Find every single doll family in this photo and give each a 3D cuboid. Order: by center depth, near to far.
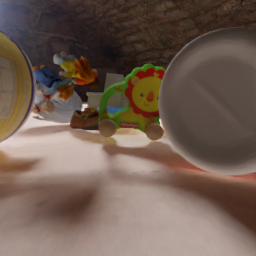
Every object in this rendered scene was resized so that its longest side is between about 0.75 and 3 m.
[{"bbox_3d":[-1.282,-0.952,5.425,1.721,0.776,1.068,-36,58,-28],"label":"doll family"}]

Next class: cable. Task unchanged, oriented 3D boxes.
[{"bbox_3d":[-2.295,-0.849,8.981,1.680,0.582,1.681,13,38,-30],"label":"cable"}]

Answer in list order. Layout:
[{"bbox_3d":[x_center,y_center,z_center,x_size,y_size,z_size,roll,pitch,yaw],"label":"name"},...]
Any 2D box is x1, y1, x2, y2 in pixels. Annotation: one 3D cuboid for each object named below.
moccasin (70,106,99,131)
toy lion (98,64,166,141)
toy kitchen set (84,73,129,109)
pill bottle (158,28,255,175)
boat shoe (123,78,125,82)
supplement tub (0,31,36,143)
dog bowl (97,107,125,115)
[{"bbox_3d":[-0.892,-0.256,6.721,0.588,0.620,1.607,2,1,-30],"label":"moccasin"},{"bbox_3d":[0.194,-0.511,5.317,1.458,1.397,0.500,4,19,-7],"label":"toy lion"},{"bbox_3d":[-0.566,-1.173,10.829,1.748,1.426,1.577,7,-6,8],"label":"toy kitchen set"},{"bbox_3d":[1.745,-0.382,3.954,1.578,1.578,2.723,5,9,37],"label":"pill bottle"},{"bbox_3d":[0.528,-1.667,11.345,2.023,0.661,0.744,7,31,8],"label":"boat shoe"},{"bbox_3d":[-2.557,-0.572,3.502,2.072,2.072,2.850,0,5,-1],"label":"supplement tub"},{"bbox_3d":[-0.453,-0.354,8.371,1.053,0.468,1.889,4,7,3],"label":"dog bowl"}]
